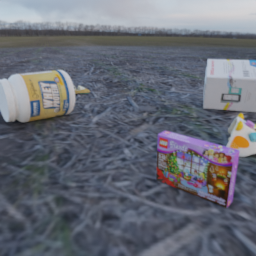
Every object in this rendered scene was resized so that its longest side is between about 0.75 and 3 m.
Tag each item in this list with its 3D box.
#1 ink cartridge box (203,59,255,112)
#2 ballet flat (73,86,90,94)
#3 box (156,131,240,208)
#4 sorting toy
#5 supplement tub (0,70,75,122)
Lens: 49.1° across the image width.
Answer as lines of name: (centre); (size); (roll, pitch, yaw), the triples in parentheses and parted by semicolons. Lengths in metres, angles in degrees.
ink cartridge box: (4.138, -1.723, 11.228); (2.087, 1.524, 1.531); (6, 41, 13)
ballet flat: (-2.545, -1.881, 13.908); (1.349, 0.425, 0.463); (-10, 22, -26)
box: (1.320, 0.785, 5.639); (1.622, 1.110, 0.317); (15, 25, 37)
sorting toy: (3.532, 0.327, 7.715); (1.408, 0.836, 1.564); (26, 26, 12)
supplement tub: (-3.276, -1.127, 10.009); (2.330, 1.686, 1.686); (-15, 25, -34)
